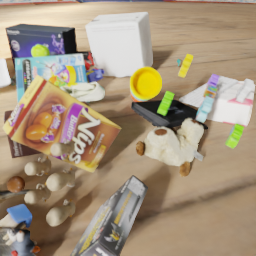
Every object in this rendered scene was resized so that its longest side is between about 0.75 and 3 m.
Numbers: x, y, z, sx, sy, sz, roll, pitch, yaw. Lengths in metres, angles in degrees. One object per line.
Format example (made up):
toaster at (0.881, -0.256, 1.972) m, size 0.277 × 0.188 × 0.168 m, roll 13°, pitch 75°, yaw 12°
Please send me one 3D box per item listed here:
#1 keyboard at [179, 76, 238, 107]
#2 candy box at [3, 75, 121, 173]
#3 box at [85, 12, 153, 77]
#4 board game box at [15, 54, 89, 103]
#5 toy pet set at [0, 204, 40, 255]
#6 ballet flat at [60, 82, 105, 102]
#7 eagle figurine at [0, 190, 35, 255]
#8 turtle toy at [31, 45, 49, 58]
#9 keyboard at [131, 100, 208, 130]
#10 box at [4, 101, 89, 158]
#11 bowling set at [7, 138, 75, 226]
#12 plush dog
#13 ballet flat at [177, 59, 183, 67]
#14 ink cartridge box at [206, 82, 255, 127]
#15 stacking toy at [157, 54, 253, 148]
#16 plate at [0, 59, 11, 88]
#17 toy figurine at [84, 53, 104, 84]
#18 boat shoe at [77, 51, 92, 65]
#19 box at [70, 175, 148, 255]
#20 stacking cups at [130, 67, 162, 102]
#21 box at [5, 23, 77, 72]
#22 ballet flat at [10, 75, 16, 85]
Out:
keyboard at (2.594, -1.187, 8.801) m, size 0.691 × 0.131 × 2.457 m, roll 20°, pitch 38°, yaw 40°
candy box at (-1.249, 0.004, 5.803) m, size 0.598 × 1.236 × 2.119 m, roll 31°, pitch -1°, yaw 44°
box at (-0.284, -3.519, 11.920) m, size 2.282 × 2.294 × 1.499 m, roll 4°, pitch 38°, yaw 19°
board game box at (-2.640, -1.650, 9.791) m, size 2.334 × 0.548 × 1.762 m, roll -7°, pitch 67°, yaw -13°
toy pet set at (-1.603, 1.637, 4.420) m, size 0.437 × 0.822 × 0.768 m, roll -42°, pitch 61°, yaw -15°
ballet flat at (-1.743, -1.060, 8.712) m, size 2.021 × 0.702 × 0.702 m, roll -11°, pitch 29°, yaw 7°
eagle figurine at (-2.849, 1.319, 4.193) m, size 2.046 × 2.711 × 2.057 m, roll -8°, pitch 51°, yaw 41°
turtle toy at (-3.162, -2.471, 11.055) m, size 1.402 × 1.924 × 0.973 m, roll 11°, pitch 75°, yaw 18°
keyboard at (1.355, -0.304, 7.698) m, size 1.613 × 0.345 × 2.686 m, roll 31°, pitch 23°, yaw 27°
box at (-2.003, -0.003, 7.251) m, size 2.095 × 1.049 × 0.785 m, roll -10°, pitch 24°, yaw -16°
bowling set at (-1.511, 0.905, 5.081) m, size 1.069 × 1.536 × 0.825 m, roll 6°, pitch 1°, yaw 13°
plush dog at (0.932, 0.453, 6.748) m, size 1.519 × 1.218 × 1.304 m, roll -15°, pitch 14°, yaw -32°
ballet flat at (2.599, -3.172, 13.730) m, size 0.320 × 0.300 × 0.886 m, roll 18°, pitch 25°, yaw -6°
ink cartridge box at (3.330, -0.892, 9.158) m, size 1.357 × 0.767 × 1.852 m, roll 12°, pitch 32°, yaw 21°
stacking toy at (2.100, -0.783, 7.487) m, size 2.042 × 0.636 × 2.709 m, roll 25°, pitch 50°, yaw 7°
plate at (-5.334, -1.834, 10.480) m, size 1.718 × 0.278 × 1.721 m, roll -20°, pitch 50°, yaw -14°
toy figurine at (-1.640, -2.104, 10.804) m, size 1.266 × 1.115 × 2.113 m, roll 15°, pitch 36°, yaw 37°
boat shoe at (-2.830, -3.625, 14.014) m, size 2.111 × 0.716 × 0.757 m, roll 7°, pitch 30°, yaw 12°
box at (-0.332, 1.549, 4.359) m, size 0.354 × 1.160 × 1.464 m, roll 40°, pitch 34°, yaw -2°
stacking cups at (0.471, -1.115, 8.582) m, size 0.845 × 0.845 × 2.792 m, roll 0°, pitch -2°, yaw 0°
box at (-3.717, -3.403, 12.318) m, size 2.850 × 2.011 × 1.124 m, roll 10°, pitch 30°, yaw 19°
ballet flat at (-4.538, -2.127, 11.754) m, size 0.380 × 0.380 × 1.056 m, roll 10°, pitch 31°, yaw 17°
